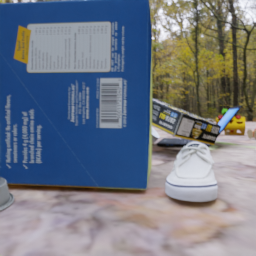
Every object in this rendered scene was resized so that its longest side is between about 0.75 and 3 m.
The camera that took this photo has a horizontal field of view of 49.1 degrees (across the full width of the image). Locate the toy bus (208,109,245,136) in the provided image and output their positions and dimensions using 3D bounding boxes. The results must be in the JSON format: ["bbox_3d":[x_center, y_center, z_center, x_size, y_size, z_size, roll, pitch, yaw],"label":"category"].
[{"bbox_3d":[5.277,-0.053,14.716,1.667,0.913,1.766,29,-42,-18],"label":"toy bus"}]

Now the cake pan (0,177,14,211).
[{"bbox_3d":[-2.024,0.781,3.209,1.334,0.245,1.334,0,3,0],"label":"cake pan"}]

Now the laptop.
[{"bbox_3d":[2.465,-0.082,10.041,2.666,1.377,2.363,1,2,13],"label":"laptop"}]

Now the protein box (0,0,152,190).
[{"bbox_3d":[-0.928,-0.471,4.621,2.600,2.581,1.754,1,1,7],"label":"protein box"}]

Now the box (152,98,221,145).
[{"bbox_3d":[1.024,-0.401,8.251,2.187,0.676,2.739,9,15,-47],"label":"box"}]

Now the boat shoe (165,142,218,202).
[{"bbox_3d":[0.925,0.535,4.021,0.668,0.657,1.883,1,3,16],"label":"boat shoe"}]

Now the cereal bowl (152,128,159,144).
[{"bbox_3d":[0.362,0.061,10.128,1.563,0.651,1.563,39,13,-10],"label":"cereal bowl"}]

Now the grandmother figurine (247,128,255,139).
[{"bbox_3d":[6.330,0.227,12.551,1.920,0.581,1.164,-4,16,-27],"label":"grandmother figurine"}]
